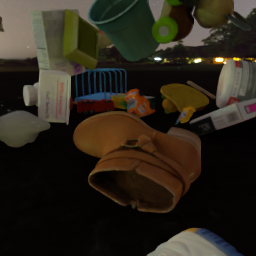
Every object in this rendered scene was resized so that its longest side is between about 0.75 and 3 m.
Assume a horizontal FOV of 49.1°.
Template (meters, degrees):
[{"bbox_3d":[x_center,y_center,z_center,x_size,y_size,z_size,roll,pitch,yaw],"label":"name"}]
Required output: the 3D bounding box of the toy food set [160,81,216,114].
[{"bbox_3d":[2.097,-0.942,10.423,1.548,0.860,2.632,36,33,26],"label":"toy food set"}]

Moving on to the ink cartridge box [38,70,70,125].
[{"bbox_3d":[-2.431,-1.057,9.014,0.873,1.518,2.593,2,12,-19],"label":"ink cartridge box"}]

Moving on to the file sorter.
[{"bbox_3d":[-1.216,-2.034,13.215,1.625,1.437,2.342,5,16,23],"label":"file sorter"}]

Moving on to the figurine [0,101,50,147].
[{"bbox_3d":[-3.552,-0.128,6.378,2.823,1.246,2.894,-7,16,-41],"label":"figurine"}]

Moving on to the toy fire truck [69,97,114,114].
[{"bbox_3d":[-1.550,-0.882,10.624,1.829,0.446,1.290,-4,15,-17],"label":"toy fire truck"}]

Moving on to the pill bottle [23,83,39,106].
[{"bbox_3d":[-3.307,-1.367,11.436,1.693,0.985,0.985,-9,17,-34],"label":"pill bottle"}]

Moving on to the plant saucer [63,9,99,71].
[{"bbox_3d":[-1.634,-3.253,10.401,0.425,1.776,1.774,-3,-8,29],"label":"plant saucer"}]

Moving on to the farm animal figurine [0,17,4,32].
[{"bbox_3d":[-3.405,-2.672,6.590,0.905,1.799,1.453,36,45,-6],"label":"farm animal figurine"}]

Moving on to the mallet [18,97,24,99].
[{"bbox_3d":[-4.966,-1.539,13.878,0.929,0.191,0.306,-7,15,-11],"label":"mallet"}]

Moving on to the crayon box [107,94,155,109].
[{"bbox_3d":[0.091,-1.058,11.335,1.717,0.443,1.079,13,19,40],"label":"crayon box"}]

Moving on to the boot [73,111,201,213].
[{"bbox_3d":[-0.165,0.434,4.476,2.570,0.947,1.988,3,18,22],"label":"boot"}]

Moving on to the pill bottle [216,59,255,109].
[{"bbox_3d":[4.600,-1.250,9.300,2.929,1.668,1.668,10,15,7],"label":"pill bottle"}]

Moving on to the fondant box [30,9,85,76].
[{"bbox_3d":[-2.571,-3.149,10.549,0.707,2.428,1.751,16,30,33],"label":"fondant box"}]

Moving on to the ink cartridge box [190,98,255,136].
[{"bbox_3d":[3.015,-0.409,7.585,2.827,0.524,1.339,-17,-6,-43],"label":"ink cartridge box"}]

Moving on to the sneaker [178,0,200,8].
[{"bbox_3d":[1.021,-3.494,6.277,2.058,0.877,0.803,44,8,28],"label":"sneaker"}]

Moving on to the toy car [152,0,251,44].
[{"bbox_3d":[2.262,-3.305,8.229,2.567,2.025,2.108,19,35,6],"label":"toy car"}]

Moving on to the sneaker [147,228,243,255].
[{"bbox_3d":[0.624,1.370,1.144,1.055,0.901,2.393,-18,13,-24],"label":"sneaker"}]

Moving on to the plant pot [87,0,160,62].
[{"bbox_3d":[0.035,-3.403,9.255,2.008,2.008,1.967,11,-26,38],"label":"plant pot"}]

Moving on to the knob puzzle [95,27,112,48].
[{"bbox_3d":[-0.680,-4.045,11.734,1.993,1.993,0.276,8,-21,29],"label":"knob puzzle"}]

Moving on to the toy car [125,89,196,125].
[{"bbox_3d":[0.829,-0.648,8.707,2.227,1.093,0.741,3,45,39],"label":"toy car"}]
